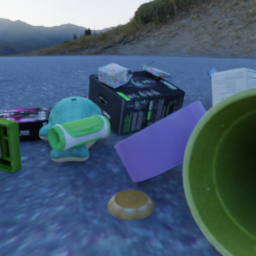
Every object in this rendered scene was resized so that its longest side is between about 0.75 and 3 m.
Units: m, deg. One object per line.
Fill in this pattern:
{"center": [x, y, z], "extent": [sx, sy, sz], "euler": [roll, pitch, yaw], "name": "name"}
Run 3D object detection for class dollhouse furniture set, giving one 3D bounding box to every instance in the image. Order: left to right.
{"center": [-4.209, 0.468, 6.974], "extent": [2.568, 1.289, 1.683], "euler": [10, 21, 28], "name": "dollhouse furniture set"}

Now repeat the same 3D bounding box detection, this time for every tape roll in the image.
{"center": [0.847, 0.301, 6.360], "extent": [2.191, 0.931, 2.191], "euler": [-28, -4, -2], "name": "tape roll"}

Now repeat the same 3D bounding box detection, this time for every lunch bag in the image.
{"center": [-0.431, -1.880, 9.938], "extent": [0.842, 0.631, 0.993], "euler": [29, 46, 33], "name": "lunch bag"}

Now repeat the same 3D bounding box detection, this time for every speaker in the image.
{"center": [-1.221, 0.106, 7.206], "extent": [0.695, 0.695, 1.572], "euler": [17, 23, 41], "name": "speaker"}

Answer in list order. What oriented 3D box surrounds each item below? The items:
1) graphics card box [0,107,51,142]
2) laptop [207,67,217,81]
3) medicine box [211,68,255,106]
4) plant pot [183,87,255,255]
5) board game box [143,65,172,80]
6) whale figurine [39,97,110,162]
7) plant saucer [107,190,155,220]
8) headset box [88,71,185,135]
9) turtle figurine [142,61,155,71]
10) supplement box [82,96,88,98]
{"center": [-4.062, -0.092, 9.559], "extent": [2.899, 0.737, 1.819], "euler": [-4, 18, -14], "name": "graphics card box"}
{"center": [5.343, -1.831, 13.206], "extent": [2.999, 1.738, 2.808], "euler": [7, 20, 20], "name": "laptop"}
{"center": [3.453, -0.597, 8.330], "extent": [1.873, 2.056, 1.058], "euler": [-2, 1, -42], "name": "medicine box"}
{"center": [2.792, 0.782, 4.743], "extent": [2.575, 2.712, 2.712], "euler": [1, 13, -44], "name": "plant pot"}
{"center": [1.170, -2.240, 11.300], "extent": [0.733, 0.187, 1.084], "euler": [8, 20, -34], "name": "board game box"}
{"center": [-1.602, -0.034, 8.285], "extent": [2.108, 1.375, 2.650], "euler": [-1, 27, -2], "name": "whale figurine"}
{"center": [0.059, 1.501, 5.662], "extent": [0.963, 0.170, 0.963], "euler": [0, 18, 0], "name": "plant saucer"}
{"center": [0.141, -1.092, 10.737], "extent": [2.967, 1.377, 2.584], "euler": [-11, 34, -30], "name": "headset box"}
{"center": [0.921, -3.252, 17.607], "extent": [2.016, 1.496, 2.079], "euler": [-13, 3, -6], "name": "turtle figurine"}
{"center": [-2.093, -1.174, 12.655], "extent": [0.762, 0.421, 0.326], "euler": [-8, -10, -20], "name": "supplement box"}
